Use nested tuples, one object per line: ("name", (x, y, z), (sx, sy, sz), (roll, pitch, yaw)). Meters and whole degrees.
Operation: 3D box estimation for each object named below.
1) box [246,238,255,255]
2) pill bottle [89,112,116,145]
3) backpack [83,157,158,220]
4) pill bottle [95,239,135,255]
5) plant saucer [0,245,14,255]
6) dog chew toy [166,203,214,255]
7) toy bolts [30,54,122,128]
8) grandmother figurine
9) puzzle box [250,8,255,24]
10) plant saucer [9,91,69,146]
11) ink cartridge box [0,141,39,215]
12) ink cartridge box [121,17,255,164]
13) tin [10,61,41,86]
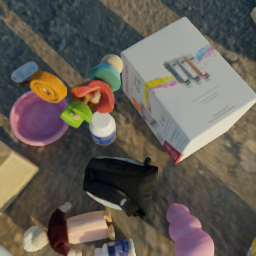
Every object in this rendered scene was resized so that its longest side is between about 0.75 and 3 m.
("box", (3.365, 3.253, 6.994), (0.602, 0.552, 1.718), (34, 74, 12))
("pill bottle", (-0.709, -0.004, 7.803), (0.703, 1.255, 0.703), (0, 70, 0))
("backpack", (-0.264, 1.475, 7.312), (1.847, 1.169, 1.542), (13, 67, 5))
("pill bottle", (-0.323, 3.152, 7.038), (0.973, 0.540, 0.540), (-11, 70, -4))
("plant saucer", (-3.687, 4.170, 6.562), (2.925, 0.734, 2.925), (0, 70, 0))
("dog chew toy", (1.480, 2.637, 7.061), (0.957, 0.957, 1.537), (-21, 63, -7))
("toy bolts", (-1.078, -1.158, 6.800), (1.917, 2.006, 1.392), (41, 55, -29))
("grandmother figurine", (-1.544, 2.622, 7.182), (2.280, 0.691, 1.383), (-12, 64, -7))
("puzzle box", (5.612, -3.719, 9.668), (2.287, 0.291, 1.522), (-17, 72, -6))
("plant saucer", (-2.566, -0.301, 8.317), (1.752, 0.444, 1.752), (0, 73, -2))
("ink cartridge box", (-3.520, 1.483, 6.939), (0.849, 1.862, 2.261), (35, 74, 12))
("ink cartridge box", (1.424, -0.967, 7.683), (2.113, 2.123, 2.921), (-31, 72, -11))
("tin", (-3.297, -1.758, 9.017), (1.015, 0.212, 0.568), (-37, 70, -12))
